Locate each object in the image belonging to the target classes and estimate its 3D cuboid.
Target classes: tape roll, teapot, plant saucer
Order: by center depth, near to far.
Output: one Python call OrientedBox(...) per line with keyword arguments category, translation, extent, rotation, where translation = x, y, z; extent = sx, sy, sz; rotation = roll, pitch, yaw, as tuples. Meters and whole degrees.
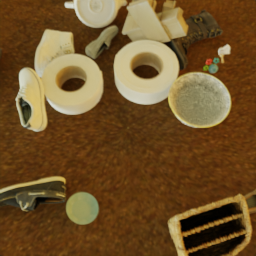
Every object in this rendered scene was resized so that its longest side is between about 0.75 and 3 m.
OrientedBox(category="plant saucer", translation=(-1.625, 2.849, 9.865), extent=(1.141, 0.220, 1.141), rotation=(11, 54, -16))
OrientedBox(category="tape roll", translation=(-2.283, -1.818, 11.626), extent=(2.470, 0.864, 2.470), rotation=(0, 66, 0))
OrientedBox(category="tape roll", translation=(0.733, -2.372, 11.827), extent=(2.699, 0.944, 2.699), rotation=(0, 68, 0))
OrientedBox(category="teapot", translation=(-1.488, -5.703, 12.937), extent=(2.136, 1.560, 2.108), rotation=(39, 109, -21))

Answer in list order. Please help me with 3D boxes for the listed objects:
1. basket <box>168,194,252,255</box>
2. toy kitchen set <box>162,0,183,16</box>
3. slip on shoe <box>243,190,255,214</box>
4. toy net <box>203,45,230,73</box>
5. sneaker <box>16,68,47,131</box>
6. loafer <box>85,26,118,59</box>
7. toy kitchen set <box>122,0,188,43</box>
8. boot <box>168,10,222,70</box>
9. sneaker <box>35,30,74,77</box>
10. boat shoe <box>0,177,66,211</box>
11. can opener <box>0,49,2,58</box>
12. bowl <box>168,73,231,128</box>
OrientedBox(category="basket", translation=(2.665, 3.369, 8.913), extent=(2.392, 1.782, 1.707), rotation=(-15, 68, -7))
OrientedBox(category="toy kitchen set", translation=(2.171, -5.709, 13.205), extent=(0.927, 1.025, 1.137), rotation=(15, 72, 5))
OrientedBox(category="slip on shoe", translation=(4.610, 2.538, 9.907), extent=(1.964, 0.595, 0.747), rotation=(-16, 68, -7))
OrientedBox(category="toy net", translation=(3.631, -2.859, 11.490), extent=(0.690, 1.314, 0.254), rotation=(20, 32, -13))
OrientedBox(category="sneaker", translation=(-3.755, -1.159, 10.631), extent=(0.953, 0.924, 2.610), rotation=(-23, 76, 19))
OrientedBox(category="loafer", translation=(-1.082, -3.839, 12.646), extent=(0.664, 0.666, 1.904), rotation=(42, 81, 12))
OrientedBox(category="toy kitchen set", translation=(1.017, -5.145, 11.795), extent=(2.599, 2.121, 2.345), rotation=(-2, 62, 35))
OrientedBox(category="boot", translation=(2.979, -4.076, 12.514), extent=(2.582, 1.027, 2.966), rotation=(-13, 65, -5))
OrientedBox(category="sneaker", translation=(-3.119, -3.285, 12.240), extent=(1.426, 0.909, 2.467), rotation=(5, 66, 5))
OrientedBox(category="boat shoe", translation=(-3.509, 2.438, 9.745), extent=(2.691, 0.966, 0.910), rotation=(-11, 63, -7))
OrientedBox(category="can opener", translation=(-6.105, -2.552, 12.062), extent=(0.827, 0.660, 2.475), rotation=(-1, 66, -1))
OrientedBox(category="bowl", translation=(2.698, -0.901, 11.102), extent=(2.367, 1.111, 2.367), rotation=(0, 67, -1))
